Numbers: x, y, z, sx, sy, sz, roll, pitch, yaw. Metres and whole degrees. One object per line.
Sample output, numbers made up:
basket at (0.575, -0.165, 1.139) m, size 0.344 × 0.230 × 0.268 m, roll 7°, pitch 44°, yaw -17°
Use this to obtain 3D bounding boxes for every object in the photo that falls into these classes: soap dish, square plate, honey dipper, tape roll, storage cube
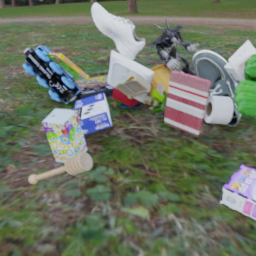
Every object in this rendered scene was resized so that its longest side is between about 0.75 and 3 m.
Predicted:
soap dish at (1.415, -1.753, 11.312) m, size 1.395 × 0.720 × 1.774 m, roll -23°, pitch 67°, yaw -19°
square plate at (-0.013, -1.674, 9.610) m, size 1.620 × 1.604 × 0.230 m, roll 29°, pitch 58°, yaw 8°
honey dipper at (-1.583, 0.982, 6.187) m, size 2.029 × 0.385 × 0.385 m, roll -23°, pitch 11°, yaw 37°
tape roll at (2.593, -0.516, 8.102) m, size 0.557 × 0.812 × 0.812 m, roll 5°, pitch 26°, yaw -7°
storage cube at (0.089, -1.580, 10.938) m, size 0.996 × 1.047 × 1.165 m, roll 28°, pitch 39°, yaw 29°

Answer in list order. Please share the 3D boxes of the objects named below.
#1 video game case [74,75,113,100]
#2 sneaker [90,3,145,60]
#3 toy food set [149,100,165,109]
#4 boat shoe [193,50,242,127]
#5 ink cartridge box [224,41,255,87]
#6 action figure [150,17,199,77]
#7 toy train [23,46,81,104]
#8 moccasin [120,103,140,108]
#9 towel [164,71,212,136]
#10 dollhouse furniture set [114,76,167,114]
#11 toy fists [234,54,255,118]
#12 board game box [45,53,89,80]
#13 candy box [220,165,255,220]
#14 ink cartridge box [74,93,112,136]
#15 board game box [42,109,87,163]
video game case at (-1.500, -1.954, 13.331) m, size 2.388 × 0.305 × 2.158 m, roll -15°, pitch 31°, yaw -25°
sneaker at (-0.337, -3.576, 10.033) m, size 1.025 × 2.353 × 0.877 m, roll -35°, pitch 23°, yaw 33°
toy food set at (1.194, -1.183, 11.846) m, size 0.933 × 0.271 × 1.351 m, roll -3°, pitch 27°, yaw -6°
boat shoe at (2.978, -1.209, 9.133) m, size 1.060 × 2.911 × 0.899 m, roll -16°, pitch 38°, yaw 36°
ink cartridge box at (3.171, -1.599, 7.546) m, size 0.793 × 1.355 × 0.456 m, roll -45°, pitch 23°, yaw 0°
action figure at (2.037, -2.978, 11.431) m, size 1.719 × 2.893 × 1.476 m, roll -37°, pitch 39°, yaw -7°
toy train at (-3.072, -2.183, 11.503) m, size 1.160 × 2.676 × 1.529 m, roll -42°, pitch 7°, yaw 14°
moccasin at (0.089, -0.993, 11.471) m, size 0.810 × 0.276 × 0.326 m, roll -4°, pitch 27°, yaw -7°
towel at (1.728, -0.731, 8.370) m, size 1.261 × 1.751 × 0.199 m, roll 25°, pitch 36°, yaw 31°
dollhouse furniture set at (0.586, -1.334, 9.689) m, size 1.007 × 2.015 × 0.778 m, roll -14°, pitch 54°, yaw 44°
toy fists at (3.205, -1.062, 6.761) m, size 0.990 × 0.668 × 1.942 m, roll 17°, pitch 68°, yaw 27°
board game box at (-2.229, -2.267, 10.272) m, size 0.773 × 0.242 × 1.617 m, roll 16°, pitch -11°, yaw 42°
candy box at (2.993, 1.524, 6.289) m, size 1.402 × 0.501 × 1.176 m, roll 21°, pitch 34°, yaw 36°
ink cartridge box at (-1.239, -0.506, 9.471) m, size 1.156 × 0.544 × 2.459 m, roll -17°, pitch 21°, yaw 0°
board game box at (-1.571, 0.228, 7.096) m, size 0.648 × 1.257 × 0.659 m, roll 4°, pitch 37°, yaw 19°
